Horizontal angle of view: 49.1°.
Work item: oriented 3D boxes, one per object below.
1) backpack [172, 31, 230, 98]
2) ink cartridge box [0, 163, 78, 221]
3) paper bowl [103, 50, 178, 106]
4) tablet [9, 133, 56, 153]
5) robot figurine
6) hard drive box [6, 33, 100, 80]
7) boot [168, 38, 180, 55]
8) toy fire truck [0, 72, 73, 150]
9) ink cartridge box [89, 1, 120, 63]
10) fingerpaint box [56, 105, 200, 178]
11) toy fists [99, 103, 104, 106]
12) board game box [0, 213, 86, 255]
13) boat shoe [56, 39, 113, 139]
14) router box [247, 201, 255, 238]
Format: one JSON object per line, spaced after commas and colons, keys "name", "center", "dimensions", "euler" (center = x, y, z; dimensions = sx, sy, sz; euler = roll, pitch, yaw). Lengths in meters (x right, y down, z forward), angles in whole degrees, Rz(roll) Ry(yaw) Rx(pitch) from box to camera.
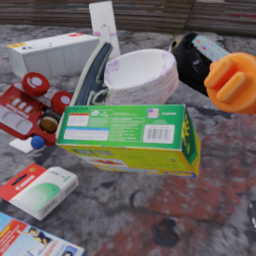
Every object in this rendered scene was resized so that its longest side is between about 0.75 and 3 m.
{"name": "backpack", "center": [2.785, -2.251, 10.286], "dimensions": [2.426, 2.024, 1.535], "euler": [35, 62, 2]}
{"name": "ink cartridge box", "center": [-2.869, 1.751, 8.685], "dimensions": [2.064, 0.517, 1.661], "euler": [20, 39, 24]}
{"name": "paper bowl", "center": [0.322, -1.405, 9.160], "dimensions": [2.624, 1.365, 2.624], "euler": [-11, 36, 8]}
{"name": "tablet", "center": [-3.712, 0.402, 10.975], "dimensions": [1.016, 0.107, 1.561], "euler": [20, 39, 26]}
{"name": "robot figurine", "center": [3.438, -1.235, 8.150], "dimensions": [2.869, 1.673, 2.064], "euler": [2, 8, -43]}
{"name": "hard drive box", "center": [-2.567, -2.507, 9.781], "dimensions": [2.660, 1.022, 2.073], "euler": [-21, 31, -28]}
{"name": "boot", "center": [1.848, -3.295, 10.978], "dimensions": [0.282, 0.606, 0.783], "euler": [30, 80, 7]}
{"name": "toy fire truck", "center": [-2.587, -0.317, 7.863], "dimensions": [2.230, 1.250, 1.872], "euler": [34, 45, -12]}
{"name": "ink cartridge box", "center": [-0.899, -3.598, 11.834], "dimensions": [0.941, 2.790, 1.625], "euler": [-9, 5, -1]}
{"name": "fingerpaint box", "center": [0.137, 0.300, 5.595], "dimensions": [2.322, 1.937, 0.852], "euler": [1, 68, 23]}
{"name": "toy fists", "center": [-0.645, -0.676, 11.776], "dimensions": [1.481, 0.999, 2.905], "euler": [9, 37, 14]}
{"name": "board game box", "center": [-2.664, 3.412, 6.017], "dimensions": [2.571, 0.734, 2.626], "euler": [14, 37, 20]}
{"name": "boat shoe", "center": [-0.883, -0.745, 6.713], "dimensions": [0.833, 2.693, 1.008], "euler": [25, 9, -3]}
{"name": "router box", "center": [4.080, 2.758, 7.178], "dimensions": [1.468, 0.488, 1.867], "euler": [2, 34, 3]}
